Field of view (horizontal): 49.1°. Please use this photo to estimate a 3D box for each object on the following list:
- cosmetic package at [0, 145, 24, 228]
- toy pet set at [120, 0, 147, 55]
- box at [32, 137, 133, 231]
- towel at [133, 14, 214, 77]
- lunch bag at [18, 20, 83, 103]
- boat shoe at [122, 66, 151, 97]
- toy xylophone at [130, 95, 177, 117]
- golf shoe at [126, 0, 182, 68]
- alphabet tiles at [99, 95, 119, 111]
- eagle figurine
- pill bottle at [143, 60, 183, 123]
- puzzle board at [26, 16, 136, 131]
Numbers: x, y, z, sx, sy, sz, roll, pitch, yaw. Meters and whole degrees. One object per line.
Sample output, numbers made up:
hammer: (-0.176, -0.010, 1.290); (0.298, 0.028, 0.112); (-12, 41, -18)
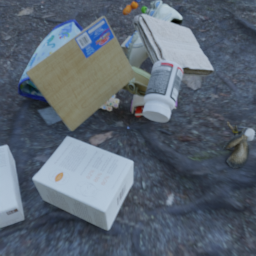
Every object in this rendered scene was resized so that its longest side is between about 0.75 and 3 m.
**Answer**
cosmetic package: (-3.432, 1.512, 7.231); (1.064, 0.775, 2.093); (-16, 49, -15)
toy pet set: (0.685, -3.927, 11.651); (2.125, 2.276, 1.209); (-52, 38, -9)
box: (-1.059, 1.351, 7.096); (1.988, 1.057, 1.513); (19, 51, 18)
towel: (1.473, -2.448, 8.491); (2.785, 0.480, 1.846); (-9, 69, -45)
lunch bag: (-2.585, -2.133, 9.687); (2.645, 1.686, 2.249); (0, 61, 39)
boat shoe: (-0.033, -1.366, 8.482); (2.689, 0.981, 0.846); (29, 86, 37)
toy xylophone: (0.779, -0.768, 9.308); (1.636, 0.411, 1.197); (2, 54, 24)
golf shoe: (0.874, -2.987, 9.681); (1.333, 1.073, 2.741); (28, 91, 10)
alphabet tiles: (-0.784, -0.976, 10.037); (0.910, 0.066, 0.890); (15, 48, -3)
eagle figurine: (3.199, 0.493, 8.281); (0.888, 0.884, 1.171); (21, 37, 6)
pill bottle: (0.807, -0.855, 6.670); (0.753, 0.753, 1.322); (13, 73, 13)
puzzle board: (-1.004, -1.291, 6.737); (2.306, 1.738, 0.201); (-44, 33, -19)
